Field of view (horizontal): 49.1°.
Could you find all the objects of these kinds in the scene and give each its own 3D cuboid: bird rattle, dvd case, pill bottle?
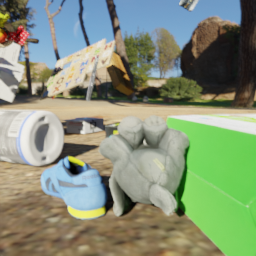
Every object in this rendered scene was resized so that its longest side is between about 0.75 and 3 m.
[{"bbox_3d":[-3.768,-2.913,8.513,1.070,0.740,1.313,-38,-31,2],"label":"bird rattle"},{"bbox_3d":[-0.766,-1.116,6.096,0.095,0.887,1.193,12,15,-9],"label":"dvd case"},{"bbox_3d":[-2.879,0.204,6.947,2.305,1.311,1.311,3,7,27],"label":"pill bottle"}]

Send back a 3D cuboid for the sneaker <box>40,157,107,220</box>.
[{"bbox_3d":[-0.912,0.762,4.453,0.644,0.766,1.953,-6,7,-32],"label":"sneaker"}]

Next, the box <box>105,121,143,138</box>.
[{"bbox_3d":[0.828,0.119,11.086,2.483,0.611,2.571,2,7,33],"label":"box"}]

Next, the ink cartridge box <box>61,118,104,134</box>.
[{"bbox_3d":[-2.079,-0.102,12.886,1.071,0.617,1.850,4,7,31],"label":"ink cartridge box"}]

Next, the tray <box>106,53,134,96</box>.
[{"bbox_3d":[-0.508,-2.572,12.644,0.414,2.234,1.102,-34,-30,24],"label":"tray"}]

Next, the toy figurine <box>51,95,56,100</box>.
[{"bbox_3d":[-3.216,-1.631,11.782,0.463,0.774,0.408,27,14,-6],"label":"toy figurine"}]

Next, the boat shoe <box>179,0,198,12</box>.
[{"bbox_3d":[1.716,-3.563,7.442,0.399,0.879,0.311,19,39,-15],"label":"boat shoe"}]

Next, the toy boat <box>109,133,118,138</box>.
[{"bbox_3d":[-0.027,0.323,8.926,1.153,0.638,1.372,2,7,19],"label":"toy boat"}]

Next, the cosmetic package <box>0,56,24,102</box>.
[{"bbox_3d":[-4.359,-1.753,8.376,2.190,0.929,1.178,23,21,-25],"label":"cosmetic package"}]

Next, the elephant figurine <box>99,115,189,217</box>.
[{"bbox_3d":[0.237,0.723,3.947,1.188,1.680,1.303,26,53,18],"label":"elephant figurine"}]

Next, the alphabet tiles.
[{"bbox_3d":[-1.769,-2.218,10.128,2.856,0.108,2.388,-17,42,25],"label":"alphabet tiles"}]

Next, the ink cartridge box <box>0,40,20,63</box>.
[{"bbox_3d":[-5.638,-2.852,9.898,1.969,1.147,2.721,5,-9,38],"label":"ink cartridge box"}]

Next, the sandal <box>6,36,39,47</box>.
[{"bbox_3d":[-4.281,-3.401,11.137,0.632,0.422,1.548,14,16,37],"label":"sandal"}]

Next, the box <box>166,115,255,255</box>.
[{"bbox_3d":[2.109,0.534,3.418,2.546,1.395,2.885,-1,6,-12],"label":"box"}]
